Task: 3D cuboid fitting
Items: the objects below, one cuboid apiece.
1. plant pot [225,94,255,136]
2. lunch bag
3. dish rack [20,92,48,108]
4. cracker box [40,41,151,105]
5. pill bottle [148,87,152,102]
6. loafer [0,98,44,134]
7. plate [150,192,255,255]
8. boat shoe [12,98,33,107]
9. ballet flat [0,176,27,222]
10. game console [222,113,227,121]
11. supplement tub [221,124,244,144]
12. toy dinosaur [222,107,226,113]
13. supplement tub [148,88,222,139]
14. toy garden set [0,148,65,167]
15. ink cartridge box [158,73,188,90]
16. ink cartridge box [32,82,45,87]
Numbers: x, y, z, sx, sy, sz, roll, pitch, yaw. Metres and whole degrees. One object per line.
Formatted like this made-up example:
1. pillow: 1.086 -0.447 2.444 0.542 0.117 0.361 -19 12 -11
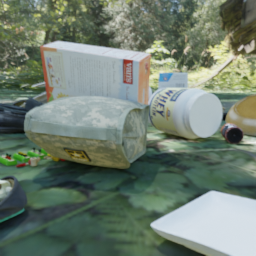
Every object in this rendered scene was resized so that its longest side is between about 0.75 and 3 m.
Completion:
1. plant pot: 4.099 -0.553 7.838 2.682 0.368 2.682 -16 20 6
2. lunch bag: -0.585 0.035 4.785 1.582 1.134 1.929 7 7 16
3. dish rack: -3.024 -1.063 10.665 2.245 0.569 2.615 -35 15 -33
4. cracker box: -0.714 -0.932 6.130 2.336 1.565 0.674 15 32 22
5. pill bottle: -0.206 -1.293 12.635 2.362 1.328 1.328 -2 9 -15
6. loafer: -2.661 -0.367 7.884 2.787 0.978 0.946 -1 9 -5
7. plate: 0.973 0.883 2.415 1.144 0.185 1.142 4 8 44
8. boat shoe: -4.165 -1.003 12.834 2.253 0.805 0.740 -1 19 -2
9. ballet flat: -1.417 0.755 2.463 0.510 0.510 1.395 3 10 16
10. game console: 2.984 -0.421 10.586 2.089 0.252 1.232 -8 12 -39
11. supplement tub: 2.454 0.117 6.674 0.414 0.414 0.774 1 9 8
12. toy dinosaur: 3.698 -0.878 12.635 0.909 0.523 1.798 -9 13 -38
13. supplement tub: 1.396 -0.398 7.164 1.229 1.229 1.695 -5 10 -29
14. toy garden set: -1.682 0.487 5.018 0.989 0.197 0.824 -9 13 -44
15. ink cartridge box: 2.135 -1.644 13.295 1.329 1.839 0.779 3 5 14
16. ink cartridge box: -1.349 -1.296 8.842 2.819 0.956 1.623 -16 10 3
